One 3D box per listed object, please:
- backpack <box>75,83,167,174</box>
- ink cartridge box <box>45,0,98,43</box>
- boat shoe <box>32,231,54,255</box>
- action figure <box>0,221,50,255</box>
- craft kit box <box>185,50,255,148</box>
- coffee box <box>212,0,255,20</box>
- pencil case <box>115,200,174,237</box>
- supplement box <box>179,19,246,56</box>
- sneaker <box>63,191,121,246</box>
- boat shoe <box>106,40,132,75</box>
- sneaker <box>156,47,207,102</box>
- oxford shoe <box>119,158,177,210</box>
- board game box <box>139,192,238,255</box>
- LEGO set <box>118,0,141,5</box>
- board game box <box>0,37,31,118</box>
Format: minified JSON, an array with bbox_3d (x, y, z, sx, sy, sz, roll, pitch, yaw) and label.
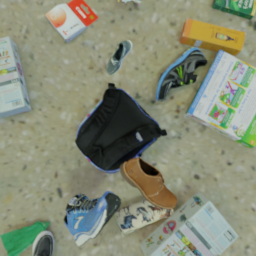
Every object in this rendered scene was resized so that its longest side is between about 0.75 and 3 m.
[{"bbox_3d":[-0.521,0.279,10.241,2.668,2.158,2.801,-43,78,-16],"label":"backpack"},{"bbox_3d":[-2.338,-4.624,11.675,1.737,0.435,1.409,-40,85,-1],"label":"ink cartridge box"},{"bbox_3d":[-3.208,5.011,10.270,0.795,0.753,2.274,20,83,-28],"label":"boat shoe"},{"bbox_3d":[-3.799,4.091,10.653,1.780,0.487,1.051,-28,83,-10],"label":"action figure"},{"bbox_3d":[4.245,-1.157,11.175,2.911,0.715,2.947,28,84,6],"label":"craft kit box"},{"bbox_3d":[4.531,-5.334,11.764,1.757,0.386,1.081,19,84,2],"label":"coffee box"},{"bbox_3d":[0.665,3.255,10.522,2.250,0.875,1.006,-18,60,-2],"label":"pencil case"},{"bbox_3d":[3.401,-3.647,11.372,2.447,0.842,0.814,14,84,3],"label":"supplement box"},{"bbox_3d":[-1.259,2.555,8.332,1.269,2.847,1.118,44,42,3],"label":"sneaker"},{"bbox_3d":[-0.361,-2.059,8.261,0.452,0.383,1.241,50,125,13],"label":"boat shoe"},{"bbox_3d":[2.101,-2.042,11.106,1.109,0.949,2.677,44,82,11],"label":"sneaker"},{"bbox_3d":[0.756,1.588,7.845,0.756,0.756,2.121,-36,116,29],"label":"oxford shoe"},{"bbox_3d":[2.195,4.064,10.061,2.894,0.930,2.135,-41,109,-5],"label":"board game box"},{"bbox_3d":[0.111,-5.882,11.594,0.946,1.169,2.542,10,55,-15],"label":"LEGO set"},{"bbox_3d":[-5.283,-1.880,11.110,2.142,0.933,2.903,-14,85,-2],"label":"board game box"}]
